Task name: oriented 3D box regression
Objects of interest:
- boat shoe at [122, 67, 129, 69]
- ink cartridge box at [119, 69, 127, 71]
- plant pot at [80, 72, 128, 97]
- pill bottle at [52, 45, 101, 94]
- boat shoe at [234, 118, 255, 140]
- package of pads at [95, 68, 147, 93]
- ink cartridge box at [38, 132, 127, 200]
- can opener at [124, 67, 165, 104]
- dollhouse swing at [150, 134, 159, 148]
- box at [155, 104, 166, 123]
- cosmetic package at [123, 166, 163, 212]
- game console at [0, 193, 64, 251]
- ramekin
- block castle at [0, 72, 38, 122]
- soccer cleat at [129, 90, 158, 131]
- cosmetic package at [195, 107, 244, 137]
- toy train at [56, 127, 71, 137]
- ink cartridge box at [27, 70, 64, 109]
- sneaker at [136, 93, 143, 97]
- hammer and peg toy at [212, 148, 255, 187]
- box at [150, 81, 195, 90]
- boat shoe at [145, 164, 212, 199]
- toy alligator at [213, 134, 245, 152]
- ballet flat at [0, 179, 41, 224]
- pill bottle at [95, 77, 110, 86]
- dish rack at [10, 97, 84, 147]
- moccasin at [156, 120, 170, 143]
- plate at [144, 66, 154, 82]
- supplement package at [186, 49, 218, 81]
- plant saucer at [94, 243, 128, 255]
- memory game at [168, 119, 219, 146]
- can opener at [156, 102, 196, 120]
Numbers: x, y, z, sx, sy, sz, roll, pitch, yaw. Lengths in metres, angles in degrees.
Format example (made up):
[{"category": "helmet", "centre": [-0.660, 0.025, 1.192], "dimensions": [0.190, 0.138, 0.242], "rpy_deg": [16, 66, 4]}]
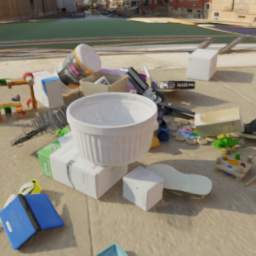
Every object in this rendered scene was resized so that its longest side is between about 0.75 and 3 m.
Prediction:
[{"category": "boat shoe", "centre": [-0.038, -4.086, 19.306], "dimensions": [0.806, 0.285, 0.279], "rpy_deg": [16, 32, 30]}, {"category": "ink cartridge box", "centre": [-0.134, -3.415, 17.931], "dimensions": [0.842, 0.389, 1.546], "rpy_deg": [-2, 27, -3]}, {"category": "plant pot", "centre": [-1.082, -1.650, 13.349], "dimensions": [1.682, 1.491, 1.684], "rpy_deg": [13, 31, 27]}, {"category": "pill bottle", "centre": [-2.761, -2.933, 14.463], "dimensions": [2.667, 1.552, 1.552], "rpy_deg": [-32, 10, 33]}, {"category": "boat shoe", "centre": [5.026, -0.005, 10.386], "dimensions": [0.993, 0.879, 2.713], "rpy_deg": [-12, 15, -27]}, {"category": "package of pads", "centre": [-0.585, -2.599, 15.229], "dimensions": [2.880, 1.090, 1.735], "rpy_deg": [14, 17, 25]}, {"category": "ink cartridge box", "centre": [-1.370, 1.064, 8.776], "dimensions": [2.284, 0.960, 1.667], "rpy_deg": [17, 32, 29]}, {"category": "can opener", "centre": [0.765, -1.958, 13.514], "dimensions": [2.357, 0.620, 0.783], "rpy_deg": [47, 35, 7]}, {"category": "dollhouse swing", "centre": [0.424, 0.030, 10.535], "dimensions": [1.141, 1.104, 1.256], "rpy_deg": [-17, 31, -14]}, {"category": "box", "centre": [1.074, -0.679, 12.033], "dimensions": [0.906, 0.481, 0.554], "rpy_deg": [28, 65, -11]}, {"category": "cosmetic package", "centre": [0.411, 1.680, 7.859], "dimensions": [0.887, 0.742, 0.738], "rpy_deg": [23, 36, 37]}, {"category": "game console", "centre": [-2.444, 2.306, 7.053], "dimensions": [1.079, 0.748, 1.265], "rpy_deg": [-43, 50, -7]}, {"category": "ramekin", "centre": [-0.447, 0.013, 8.238], "dimensions": [2.579, 1.354, 2.579], "rpy_deg": [-1, 26, 0]}, {"category": "block castle", "centre": [-5.518, -1.424, 12.598], "dimensions": [2.743, 1.833, 1.287], "rpy_deg": [-11, 29, -22]}, {"category": "soccer cleat", "centre": [0.459, -0.696, 11.033], "dimensions": [0.872, 0.976, 2.516], "rpy_deg": [1, 27, -24]}, {"category": "cosmetic package", "centre": [3.424, -0.189, 10.564], "dimensions": [1.633, 0.859, 0.580], "rpy_deg": [-8, 51, 26]}, {"category": "toy train", "centre": [-2.198, 0.304, 10.701], "dimensions": [1.546, 0.323, 0.436], "rpy_deg": [22, 74, 40]}, {"category": "ink cartridge box", "centre": [-4.238, -2.048, 14.196], "dimensions": [0.820, 1.417, 2.440], "rpy_deg": [-21, 35, -32]}, {"category": "sneaker", "centre": [0.961, -1.548, 14.204], "dimensions": [1.554, 0.467, 0.810], "rpy_deg": [-10, -9, 8]}, {"category": "hammer and peg toy", "centre": [3.556, 1.237, 8.941], "dimensions": [1.456, 0.513, 1.071], "rpy_deg": [23, 36, 37]}, {"category": "box", "centre": [2.304, -2.233, 14.726], "dimensions": [1.600, 0.487, 1.985], "rpy_deg": [0, 7, -22]}, {"category": "boat shoe", "centre": [1.423, 1.593, 8.192], "dimensions": [1.987, 0.594, 0.710], "rpy_deg": [12, 60, 23]}, {"category": "toy alligator", "centre": [3.609, 0.574, 10.209], "dimensions": [1.963, 0.582, 0.533], "rpy_deg": [1, -19, -44]}, {"category": "ballet flat", "centre": [-2.960, 1.930, 7.629], "dimensions": [0.505, 0.506, 1.510], "rpy_deg": [14, 31, 18]}, {"category": "pill bottle", "centre": [-1.058, -1.721, 13.480], "dimensions": [0.746, 1.345, 0.746], "rpy_deg": [-34, 12, 8]}, {"category": "dish rack", "centre": [-2.925, -0.173, 10.169], "dimensions": [2.093, 0.744, 2.729], "rpy_deg": [-27, 0, 42]}, {"category": "moccasin", "centre": [1.350, 0.109, 11.144], "dimensions": [0.541, 0.458, 1.344], "rpy_deg": [-1, 28, -2]}, {"category": "plate", "centre": [1.267, -3.013, 16.454], "dimensions": [0.164, 1.014, 1.012], "rpy_deg": [-28, 51, 13]}, {"category": "supplement package", "centre": [4.811, -4.103, 18.099], "dimensions": [1.441, 1.423, 2.376], "rpy_deg": [13, 31, 24]}, {"category": "plant saucer", "centre": [-1.044, 3.249, 5.432], "dimensions": [2.651, 0.251, 0.927], "rpy_deg": [-21, 35, -33]}, {"category": "memory game", "centre": [2.653, 0.124, 11.462], "dimensions": [2.150, 0.137, 2.150], "rpy_deg": [0, 28, 0]}, {"category": "can opener", "centre": [2.146, -0.800, 12.706], "dimensions": [1.883, 0.597, 0.740], "rpy_deg": [17, 46, 28]}]
